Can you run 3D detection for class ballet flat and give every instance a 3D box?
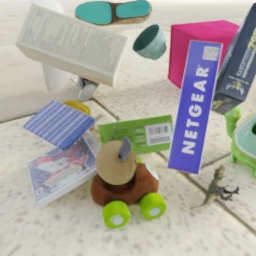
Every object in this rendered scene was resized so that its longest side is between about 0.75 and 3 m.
[{"bbox_3d":[-0.438,-3.467,8.679,2.381,0.839,0.777,2,-1,5],"label":"ballet flat"}]

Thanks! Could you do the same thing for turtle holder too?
[{"bbox_3d":[4.134,0.234,8.593,1.862,1.740,2.450,-1,32,-1],"label":"turtle holder"}]

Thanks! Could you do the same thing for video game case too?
[{"bbox_3d":[-1.767,1.037,8.036,2.154,0.247,1.962,-30,36,-10],"label":"video game case"}]

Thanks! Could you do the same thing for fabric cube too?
[{"bbox_3d":[3.780,-3.301,13.266,2.886,2.840,2.895,-11,34,-13],"label":"fabric cube"}]

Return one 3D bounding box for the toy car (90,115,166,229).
[{"bbox_3d":[-0.074,0.902,6.964,1.832,2.323,1.908,-9,33,-15],"label":"toy car"}]

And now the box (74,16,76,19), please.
[{"bbox_3d":[-1.438,-3.472,10.961,0.891,1.089,2.293,11,24,-46],"label":"box"}]

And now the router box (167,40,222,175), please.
[{"bbox_3d":[1.382,-0.288,6.066,0.597,2.443,2.193,10,-2,11],"label":"router box"}]

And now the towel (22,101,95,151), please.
[{"bbox_3d":[-2.036,-0.110,8.254,1.865,0.222,1.350,23,56,30],"label":"towel"}]

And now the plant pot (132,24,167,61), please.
[{"bbox_3d":[1.083,-3.698,12.589,1.554,1.041,1.554,-30,40,29],"label":"plant pot"}]

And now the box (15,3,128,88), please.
[{"bbox_3d":[-1.480,-2.213,7.752,2.721,1.292,1.058,21,-7,-1],"label":"box"}]

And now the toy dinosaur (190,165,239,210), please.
[{"bbox_3d":[2.442,1.702,7.492,0.837,0.451,1.899,4,29,38],"label":"toy dinosaur"}]

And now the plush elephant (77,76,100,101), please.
[{"bbox_3d":[-2.026,-2.901,13.020,2.162,2.300,2.793,38,11,-12],"label":"plush elephant"}]

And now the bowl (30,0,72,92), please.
[{"bbox_3d":[-2.761,-3.140,10.307,1.102,2.952,2.947,-8,50,-13],"label":"bowl"}]

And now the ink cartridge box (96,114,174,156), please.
[{"bbox_3d":[0.095,0.246,9.386,2.099,1.076,2.840,-8,1,-12],"label":"ink cartridge box"}]

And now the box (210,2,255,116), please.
[{"bbox_3d":[2.663,-1.471,6.949,0.667,2.062,2.615,21,0,10],"label":"box"}]

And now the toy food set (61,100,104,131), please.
[{"bbox_3d":[-1.904,-0.174,10.351,2.292,0.749,1.348,26,65,38],"label":"toy food set"}]
